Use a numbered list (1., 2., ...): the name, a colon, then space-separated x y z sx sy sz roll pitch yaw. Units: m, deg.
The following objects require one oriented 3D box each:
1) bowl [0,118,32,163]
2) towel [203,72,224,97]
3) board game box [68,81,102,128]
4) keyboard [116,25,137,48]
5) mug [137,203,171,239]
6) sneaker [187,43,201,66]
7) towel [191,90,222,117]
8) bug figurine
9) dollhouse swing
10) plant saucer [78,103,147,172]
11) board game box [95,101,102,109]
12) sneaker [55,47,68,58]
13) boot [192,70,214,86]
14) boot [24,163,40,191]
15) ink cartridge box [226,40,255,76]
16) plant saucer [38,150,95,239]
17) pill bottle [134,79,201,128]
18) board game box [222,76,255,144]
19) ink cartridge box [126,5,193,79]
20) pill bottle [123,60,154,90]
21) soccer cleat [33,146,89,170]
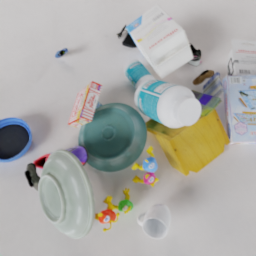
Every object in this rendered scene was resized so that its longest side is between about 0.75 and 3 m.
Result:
1. bowl: -4.662 0.478 10.909 1.873 0.368 1.873 -1 62 3
2. towel: 3.603 -1.647 11.941 0.171 1.056 1.437 26 42 -17
3. board game box: -1.676 -0.829 10.712 0.436 1.881 1.425 21 73 -22
4. keyboard: 0.177 -4.980 14.749 1.295 0.210 2.038 23 58 7
5. mug: 0.811 2.860 8.823 1.082 0.799 0.949 -8 18 22
6. sneaker: 2.742 -3.811 13.585 1.932 0.834 0.776 27 59 17
7. towel: 2.688 -0.962 10.763 1.072 0.170 1.492 -42 39 -14
8. bug figurine: 0.146 1.949 8.681 0.737 2.221 2.864 40 90 20
9. dollhouse swing: 2.169 0.345 11.068 2.348 2.064 2.134 -33 104 -20
10. plant saucer: -0.686 0.250 10.511 2.757 0.496 2.757 -4 72 13
11. board game box: -1.244 -0.623 11.618 0.184 0.593 0.786 -13 45 42
12. sneaker: -3.272 -3.593 13.506 0.838 0.329 0.374 -22 21 34
13. boot: 3.176 -2.225 12.207 0.420 1.112 0.409 7 65 -36
14. boot: -3.141 1.774 9.247 0.384 1.134 0.741 -17 21 -3
15. ink cartridge box: 5.462 -2.702 12.749 1.634 0.955 2.816 5 57 1
16. plant saucer: -2.081 2.072 8.498 0.697 2.779 2.779 -9 51 -44
17. pill bottle: 1.447 -0.892 10.375 1.524 1.524 2.751 -26 26 -16
18. board game box: 5.255 -0.723 11.102 2.726 0.561 2.719 0 79 0
19. ink cartridge box: 1.458 -3.713 12.419 1.784 1.738 2.775 -33 52 7
20. pill bottle: 0.560 -2.201 12.443 0.929 0.929 1.678 -25 59 -16
21. soccer cleat: -2.312 1.114 9.623 2.300 0.842 0.784 -14 81 37
